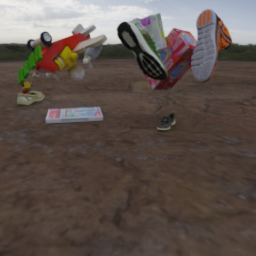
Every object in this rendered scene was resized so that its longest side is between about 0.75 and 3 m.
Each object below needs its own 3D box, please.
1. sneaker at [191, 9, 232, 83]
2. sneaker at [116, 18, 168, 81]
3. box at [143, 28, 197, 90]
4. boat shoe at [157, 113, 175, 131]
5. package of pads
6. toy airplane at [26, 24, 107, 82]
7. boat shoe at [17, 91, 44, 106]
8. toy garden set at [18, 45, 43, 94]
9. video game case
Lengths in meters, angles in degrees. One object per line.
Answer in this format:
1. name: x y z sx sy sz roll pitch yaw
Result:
1. sneaker: 2.984 -2.678 9.601 1.389 2.480 0.962 11 -4 -40
2. sneaker: 0.607 -2.300 8.011 0.787 2.047 0.907 -8 36 53
3. box: 1.831 -2.832 11.917 1.170 2.451 1.222 -5 58 -41
4. boat shoe: 1.596 -0.270 11.741 0.542 0.480 1.480 8 20 23
5. package of pads: 0.737 -3.755 11.455 0.615 1.394 1.805 -22 17 -26
6. toy airplane: -2.116 -2.721 10.428 2.763 1.958 2.775 -23 16 -2
7. boat shoe: -5.601 -1.843 16.176 0.810 0.699 2.222 6 19 17
8. toy garden set: -2.811 -1.649 8.236 0.241 1.210 1.009 19 43 -44
9. video game case: -2.533 -0.624 13.248 2.502 0.218 1.789 -3 18 -10
